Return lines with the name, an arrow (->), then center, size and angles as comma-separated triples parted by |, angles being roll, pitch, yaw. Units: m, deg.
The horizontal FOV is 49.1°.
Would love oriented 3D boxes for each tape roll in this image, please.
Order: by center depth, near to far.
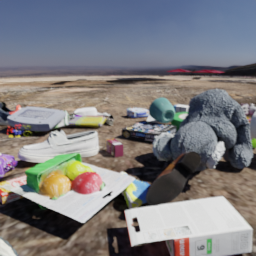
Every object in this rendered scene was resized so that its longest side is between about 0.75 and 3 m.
tape roll -> 3.149, -0.190, 12.359 | 2.510, 0.603, 2.510 | 0, 14, 0

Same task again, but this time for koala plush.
koala plush -> 2.014, 0.304, 7.826 | 2.239, 2.320, 2.525 | 12, 31, 41

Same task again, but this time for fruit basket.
fruit basket -> -1.160, 1.295, 6.105 | 2.013, 0.944, 1.865 | 16, 24, 27

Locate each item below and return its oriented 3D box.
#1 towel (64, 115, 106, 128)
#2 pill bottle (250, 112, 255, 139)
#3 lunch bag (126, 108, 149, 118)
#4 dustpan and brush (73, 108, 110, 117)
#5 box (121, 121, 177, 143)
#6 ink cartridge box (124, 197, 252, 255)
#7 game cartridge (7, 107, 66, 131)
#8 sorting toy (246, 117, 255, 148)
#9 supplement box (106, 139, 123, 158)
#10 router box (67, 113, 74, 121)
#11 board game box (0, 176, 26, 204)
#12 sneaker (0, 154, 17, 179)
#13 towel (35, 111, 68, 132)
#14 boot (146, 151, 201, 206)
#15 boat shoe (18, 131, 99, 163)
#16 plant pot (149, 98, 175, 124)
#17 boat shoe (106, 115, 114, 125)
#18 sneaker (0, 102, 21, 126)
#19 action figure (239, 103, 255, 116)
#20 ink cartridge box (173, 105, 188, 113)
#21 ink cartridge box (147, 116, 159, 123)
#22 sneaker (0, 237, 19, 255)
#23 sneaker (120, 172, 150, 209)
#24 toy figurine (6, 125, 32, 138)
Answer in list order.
towel -> -2.420, -0.304, 13.472 | 2.587, 0.295, 1.858 | 0, 15, 2
pill bottle -> 4.930, 0.105, 8.395 | 1.337, 1.337, 2.233 | -10, 19, -35
lunch bag -> 0.501, -0.796, 15.123 | 1.151, 0.435, 0.922 | -7, 18, -29
dustpan and brush -> -1.912, -0.802, 15.237 | 1.834, 0.525, 1.280 | -6, 13, 4
box -> 0.881, 0.145, 11.421 | 1.693, 0.424, 1.706 | 8, 17, 31
ink cartridge box -> 0.964, 1.764, 4.861 | 1.947, 0.490, 1.061 | -7, 15, -5
game cartridge -> -3.971, -0.391, 12.020 | 2.200, 0.450, 1.464 | 8, 27, 21
sorting toy -> 4.228, 0.009, 10.435 | 1.145, 0.782, 1.906 | 13, 21, 5
supplement box -> -0.459, 0.666, 9.364 | 0.322, 0.415, 0.752 | -7, 16, -26
router box -> -3.056, -0.524, 13.227 | 0.852, 0.265, 0.638 | 3, 14, 15
board game box -> -2.641, 1.447, 6.687 | 0.950, 0.220, 0.720 | -13, 19, -41
sneaker -> -3.427, 1.013, 7.770 | 0.602, 0.581, 1.442 | 2, 13, -16
towel -> -3.402, -0.307, 12.427 | 1.441, 0.221, 1.075 | -12, 37, -5
boot -> 0.798, 1.157, 6.238 | 0.538, 1.479, 1.571 | 40, -18, 2
boat shoe -> -2.113, 0.513, 8.820 | 2.571, 0.881, 0.926 | -3, 14, -25
plant pot -> 1.505, -0.662, 11.926 | 1.032, 1.032, 0.828 | -5, 29, -20
boat shoe -> -0.872, -0.398, 13.603 | 0.361, 0.308, 1.080 | 21, 11, -9
sneaker -> -6.294, -0.673, 13.288 | 2.561, 1.082, 0.960 | -3, 15, -9
action figure -> 4.805, -0.782, 13.324 | 2.858, 0.992, 1.860 | 8, 3, 41
ink cartridge box -> 3.180, -1.115, 16.457 | 0.884, 0.370, 0.641 | 11, 18, 38
ink cartridge box -> 1.458, -0.478, 13.546 | 1.072, 0.218, 1.069 | -14, 16, 16
sneaker -> -2.321, 2.005, 3.725 | 2.179, 0.846, 0.940 | -2, 24, 21
sneaker -> 0.176, 1.387, 6.391 | 0.632, 0.456, 1.204 | -9, 28, -10
toy figurine -> -4.418, 0.102, 11.497 | 0.976, 0.515, 0.585 | -1, 8, -12
